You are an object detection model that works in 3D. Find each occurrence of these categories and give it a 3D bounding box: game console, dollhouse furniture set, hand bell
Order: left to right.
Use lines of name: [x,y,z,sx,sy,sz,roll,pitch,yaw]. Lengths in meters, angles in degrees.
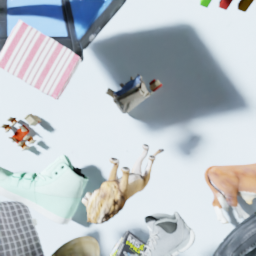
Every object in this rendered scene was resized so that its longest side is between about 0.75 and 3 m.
dollhouse furniture set: [-2.953,0.046,7.988,0.937,0.488,0.947,-45,84,6]
game console: [-1.555,-2.894,5.922,2.488,1.647,2.829,-5,55,-16]
hand bell: [-0.457,3.344,5.016,1.341,1.341,2.576,-50,44,-6]

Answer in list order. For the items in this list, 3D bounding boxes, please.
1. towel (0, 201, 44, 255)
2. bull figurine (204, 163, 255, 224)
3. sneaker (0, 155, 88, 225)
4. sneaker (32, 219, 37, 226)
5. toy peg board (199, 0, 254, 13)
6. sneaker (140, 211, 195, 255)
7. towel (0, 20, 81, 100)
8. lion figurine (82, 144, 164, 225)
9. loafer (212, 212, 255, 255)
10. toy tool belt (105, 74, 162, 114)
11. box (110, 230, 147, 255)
towel: [-2.232,2.190,4.720,0.826,1.599,1.931,-37,66,15]
bull figurine: [3.468,1.551,7.399,2.812,0.916,1.707,-5,66,3]
sneaker: [-2.415,1.218,7.453,2.735,1.007,1.613,29,88,-6]
sneaker: [-2.474,2.500,6.263,1.111,0.418,0.492,-29,62,-37]
toy peg board: [2.073,-2.734,5.145,1.522,0.747,1.528,18,63,-5]
sneaker: [0.332,1.755,4.294,1.326,0.497,0.766,-35,103,-13]
towel: [-1.623,-1.214,5.134,1.281,0.192,0.937,30,91,-16]
lion figurine: [0.011,0.914,4.613,0.590,1.629,0.998,28,117,39]
loafer: [2.091,1.429,3.807,2.086,0.708,0.732,-21,52,-19]
toy tool belt: [0.150,-1.112,7.878,1.443,0.901,0.887,-38,92,-6]
box: [0.626,3.140,4.554,2.541,2.036,0.563,35,108,4]
